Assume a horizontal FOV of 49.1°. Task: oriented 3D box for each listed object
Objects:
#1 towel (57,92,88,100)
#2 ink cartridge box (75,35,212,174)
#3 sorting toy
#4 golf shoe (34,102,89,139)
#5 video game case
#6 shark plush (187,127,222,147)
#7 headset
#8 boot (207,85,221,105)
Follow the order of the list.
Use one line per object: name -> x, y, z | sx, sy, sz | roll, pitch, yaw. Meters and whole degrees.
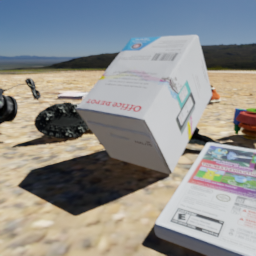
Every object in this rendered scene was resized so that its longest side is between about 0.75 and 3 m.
towel -> -3.043, -1.837, 15.799 | 1.475, 0.249, 1.545 | 2, 14, 7
ink cartridge box -> 0.462, -0.568, 6.074 | 1.725, 1.717, 2.351 | 11, 56, 37
sorting toy -> 3.566, -0.101, 8.024 | 1.104, 0.754, 1.837 | 15, 18, 36
golf shoe -> -1.694, -0.239, 8.686 | 2.811, 1.093, 1.328 | -14, 1, -43
video game case -> 1.932, 1.029, 3.855 | 2.444, 0.281, 2.227 | 9, 32, 32
shark plush -> 1.113, -0.056, 7.745 | 2.978, 1.353, 1.240 | 3, -17, 32
headset -> -3.777, -0.601, 8.178 | 2.519, 1.184, 1.556 | -35, -21, 0
boot -> 4.259, -1.707, 14.062 | 0.633, 0.904, 1.686 | 7, 15, 31
